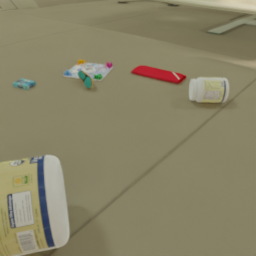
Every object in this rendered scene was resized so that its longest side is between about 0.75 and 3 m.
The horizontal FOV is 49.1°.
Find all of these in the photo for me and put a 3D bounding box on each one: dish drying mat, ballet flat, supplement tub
[{"bbox_3d":[1.571,-2.814,14.564,2.722,0.248,1.046,19,39,26],"label":"dish drying mat"},{"bbox_3d":[-1.952,-2.330,13.593,0.478,0.521,1.517,16,28,-46],"label":"ballet flat"},{"bbox_3d":[3.430,-1.624,12.010,1.480,1.073,1.073,1,33,2],"label":"supplement tub"},{"bbox_3d":[-2.787,1.753,5.990,2.814,2.032,2.032,-7,34,-12],"label":"supplement tub"}]

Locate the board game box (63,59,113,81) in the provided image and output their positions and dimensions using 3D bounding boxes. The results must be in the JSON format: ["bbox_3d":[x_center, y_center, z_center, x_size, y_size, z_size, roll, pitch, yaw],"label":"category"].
[{"bbox_3d":[-2.103,-3.163,15.077,2.112,0.273,2.112,9,34,13],"label":"board game box"}]

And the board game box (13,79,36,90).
[{"bbox_3d":[-5.022,-2.119,13.557,0.837,0.197,0.632,14,36,20],"label":"board game box"}]
